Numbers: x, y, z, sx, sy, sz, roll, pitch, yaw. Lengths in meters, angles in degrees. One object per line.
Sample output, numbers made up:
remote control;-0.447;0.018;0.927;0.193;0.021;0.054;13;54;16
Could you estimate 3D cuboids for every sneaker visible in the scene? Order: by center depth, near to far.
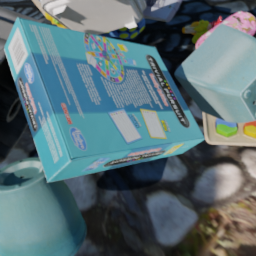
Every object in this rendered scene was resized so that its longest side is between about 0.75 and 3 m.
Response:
sneaker;-0.686;-4.054;11.006;2.794;0.990;1.158;-12;54;-8

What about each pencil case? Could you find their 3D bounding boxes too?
pencil case;3.637;-3.309;10.221;1.198;1.146;2.769;50;57;-1

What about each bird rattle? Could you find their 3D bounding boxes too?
bird rattle;2.928;-4.029;11.155;1.339;0.925;1.643;16;44;36

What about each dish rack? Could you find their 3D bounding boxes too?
dish rack;-0.633;-2.409;5.775;1.858;2.165;0.471;-11;86;14

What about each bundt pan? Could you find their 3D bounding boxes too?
bundt pan;-2.268;-0.546;4.385;1.122;2.990;2.990;27;49;-6

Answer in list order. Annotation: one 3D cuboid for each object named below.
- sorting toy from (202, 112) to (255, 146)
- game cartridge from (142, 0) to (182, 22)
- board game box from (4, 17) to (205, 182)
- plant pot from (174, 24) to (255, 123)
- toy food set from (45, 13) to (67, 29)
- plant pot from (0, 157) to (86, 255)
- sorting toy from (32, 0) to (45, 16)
sorting toy;3.082;-0.242;7.857;1.941;0.354;1.797;5;47;4
game cartridge;1.003;-3.765;7.644;1.115;1.674;0.348;22;6;24
board game box;-0.154;-0.324;3.110;1.947;0.457;1.470;-4;63;-45
plant pot;1.665;-0.725;4.329;1.131;1.128;1.152;-46;37;2
toy food set;-1.402;-3.528;6.950;1.566;2.661;0.869;38;33;9
plant pot;-1.395;1.173;4.092;1.330;1.250;1.330;-9;23;4
sorting toy;-2.580;-4.395;8.704;0.796;2.273;2.287;-33;35;10
